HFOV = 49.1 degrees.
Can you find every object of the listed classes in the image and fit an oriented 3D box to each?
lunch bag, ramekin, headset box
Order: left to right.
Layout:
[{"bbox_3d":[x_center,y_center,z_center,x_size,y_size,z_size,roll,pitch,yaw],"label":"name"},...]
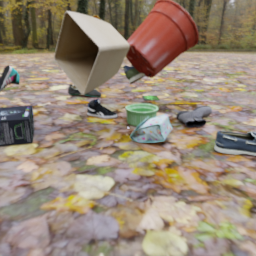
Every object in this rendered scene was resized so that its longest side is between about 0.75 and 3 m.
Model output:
[{"bbox_3d":[-4.558,-0.089,10.188,2.091,0.970,1.821,-5,20,-13],"label":"headset box"},{"bbox_3d":[0.566,-0.540,11.896,1.380,0.674,1.380,0,20,0],"label":"ramekin"},{"bbox_3d":[0.794,0.063,10.080,1.286,0.784,1.095,-10,16,30],"label":"lunch bag"}]

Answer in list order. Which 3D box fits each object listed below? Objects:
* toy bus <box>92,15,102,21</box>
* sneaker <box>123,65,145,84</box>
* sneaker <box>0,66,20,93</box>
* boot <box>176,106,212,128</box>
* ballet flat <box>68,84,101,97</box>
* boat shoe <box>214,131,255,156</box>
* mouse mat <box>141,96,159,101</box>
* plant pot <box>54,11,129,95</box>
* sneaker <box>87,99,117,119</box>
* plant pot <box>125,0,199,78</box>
[{"bbox_3d":[-1.366,-4.151,13.767,1.430,2.108,2.024,-25,3,14],"label":"toy bus"},{"bbox_3d":[0.654,-3.134,14.401,2.323,1.043,0.779,-35,3,-38],"label":"sneaker"},{"bbox_3d":[-4.622,-1.747,10.843,0.503,1.202,0.726,35,6,33],"label":"sneaker"},{"bbox_3d":[3.009,-0.396,11.836,1.705,0.595,1.122,-16,26,-12],"label":"boot"},{"bbox_3d":[-2.625,-2.262,16.654,2.170,0.742,0.738,6,18,14],"label":"ballet flat"},{"bbox_3d":[4.009,0.426,9.099,2.333,0.721,0.874,3,20,8],"label":"boat shoe"},{"bbox_3d":[1.297,-1.730,16.227,0.924,0.043,1.148,-2,19,-5],"label":"mouse mat"},{"bbox_3d":[-1.205,-2.779,10.236,1.841,2.077,2.079,-21,63,-40],"label":"plant pot"},{"bbox_3d":[-1.221,-0.903,12.692,1.479,0.827,0.540,7,21,20],"label":"sneaker"},{"bbox_3d":[1.343,-3.933,12.960,2.653,2.727,2.727,-46,34,-9],"label":"plant pot"}]
